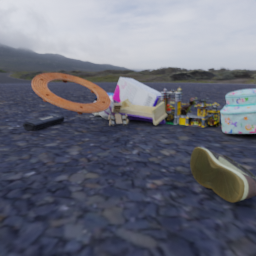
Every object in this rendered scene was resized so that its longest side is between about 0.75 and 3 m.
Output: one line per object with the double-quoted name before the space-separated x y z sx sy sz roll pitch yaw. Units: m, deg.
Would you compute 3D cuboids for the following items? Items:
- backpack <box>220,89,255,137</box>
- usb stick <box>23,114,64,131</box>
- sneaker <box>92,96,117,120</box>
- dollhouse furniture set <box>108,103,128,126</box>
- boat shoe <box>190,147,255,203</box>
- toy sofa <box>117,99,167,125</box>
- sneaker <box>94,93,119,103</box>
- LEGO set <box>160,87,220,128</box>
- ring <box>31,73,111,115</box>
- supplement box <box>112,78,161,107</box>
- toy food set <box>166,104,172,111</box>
"backpack" 4.114 -0.501 9.539 1.886 1.600 2.125 -2 17 31
"usb stick" -3.266 -0.233 11.028 0.572 0.336 2.062 4 12 20
"sneaker" -1.184 -0.797 12.935 1.317 0.990 2.644 -18 10 6
"dollhouse furniture set" -0.399 -0.532 11.126 0.716 0.780 0.507 -2 -33 -16
"boat shoe" 1.757 0.852 5.245 0.612 0.665 1.862 8 9 -13
"toy sofa" 0.525 -0.552 11.520 2.020 0.985 0.836 11 32 37
"sneaker" -0.739 -1.364 14.670 1.123 0.944 2.864 4 2 -40
"LEGO set" 2.536 -0.960 11.587 2.627 1.522 2.020 11 16 43
"ring" -2.043 -1.263 10.268 2.901 0.278 2.901 18 27 -9
"supplement box" 0.531 -1.370 12.755 2.161 1.093 1.117 31 21 24
"toy food set" 1.557 -0.989 14.449 1.710 0.416 1.692 -1 12 -4
